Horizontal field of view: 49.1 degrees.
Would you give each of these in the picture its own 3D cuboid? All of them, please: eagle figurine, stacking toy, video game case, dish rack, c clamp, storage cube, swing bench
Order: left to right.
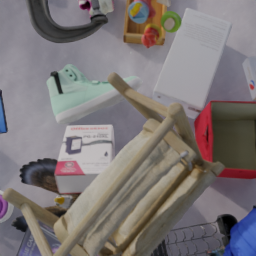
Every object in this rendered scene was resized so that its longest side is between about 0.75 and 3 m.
[{"bbox_3d":[-1.519,3.618,6.850,2.673,0.254,1.909,28,108,8],"label":"video game case"},{"bbox_3d":[-1.579,1.877,7.203,2.420,1.826,1.836,4,42,23],"label":"eagle figurine"},{"bbox_3d":[-1.087,-3.092,5.829,2.241,0.355,2.623,-7,91,-18],"label":"c clamp"},{"bbox_3d":[0.030,1.136,5.056,2.874,2.889,1.875,-50,43,-4],"label":"swing bench"},{"bbox_3d":[0.145,-2.749,4.975,0.890,0.277,1.181,45,122,-3],"label":"stacking toy"},{"bbox_3d":[0.590,-2.500,6.552,1.071,1.183,0.500,-1,46,42],"label":"stacking toy"},{"bbox_3d":[1.610,3.362,6.949,2.568,0.701,1.970,-11,70,-2],"label":"dish rack"},{"bbox_3d":[2.814,0.409,7.408,1.998,1.796,1.708,3,75,0],"label":"storage cube"}]

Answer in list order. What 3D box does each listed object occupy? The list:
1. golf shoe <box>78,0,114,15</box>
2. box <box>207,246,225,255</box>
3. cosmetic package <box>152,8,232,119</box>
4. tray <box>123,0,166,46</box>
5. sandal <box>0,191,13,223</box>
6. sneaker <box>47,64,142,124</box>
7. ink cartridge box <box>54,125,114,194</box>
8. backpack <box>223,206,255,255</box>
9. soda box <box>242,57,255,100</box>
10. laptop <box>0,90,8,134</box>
[{"bbox_3d":[-1.411,-4.568,9.297,0.996,0.820,2.177,-37,77,-6],"label":"golf shoe"},{"bbox_3d":[2.819,3.841,7.248,1.038,0.286,1.519,-18,75,-5],"label":"box"},{"bbox_3d":[1.892,-1.929,8.432,1.499,1.092,2.949,22,78,6],"label":"cosmetic package"},{"bbox_3d":[0.605,-4.063,9.312,1.311,0.492,2.658,5,76,1],"label":"tray"},{"bbox_3d":[-4.608,1.928,7.544,2.933,0.721,1.193,3,75,1],"label":"sandal"},{"bbox_3d":[-1.055,-1.358,8.244,2.757,1.014,1.626,-22,82,-3],"label":"sneaker"},{"bbox_3d":[-1.058,0.757,7.372,1.332,0.776,1.840,-1,39,0],"label":"ink cartridge box"},{"bbox_3d":[2.280,2.126,4.691,1.239,1.476,1.200,-47,67,0],"label":"backpack"},{"bbox_3d":[3.955,-1.539,8.640,0.406,0.434,1.275,-9,75,-2],"label":"soda box"},{"bbox_3d":[-2.734,-0.235,5.079,0.904,0.467,0.801,-9,93,-25],"label":"laptop"}]
